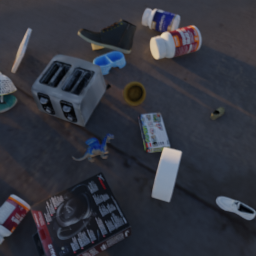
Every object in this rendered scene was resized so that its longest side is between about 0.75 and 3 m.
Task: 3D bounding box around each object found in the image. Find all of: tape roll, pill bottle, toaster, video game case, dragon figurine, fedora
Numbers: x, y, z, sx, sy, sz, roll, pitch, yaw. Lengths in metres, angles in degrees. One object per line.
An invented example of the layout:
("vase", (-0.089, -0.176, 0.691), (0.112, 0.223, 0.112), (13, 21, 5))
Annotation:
("tape roll", (1.268, 1.521, 9.161), (0.596, 1.704, 1.704), (13, 52, 11))
("pill bottle", (1.794, -5.866, 15.421), (1.892, 1.095, 1.095), (22, 54, 14))
("pill bottle", (2.365, -4.236, 14.044), (2.310, 1.265, 1.265), (-19, 54, -15))
("pill bottle", (-3.749, 2.831, 8.636), (0.748, 0.748, 1.365), (23, 59, 17))
("toaster", (-2.295, -1.620, 11.578), (2.319, 1.522, 2.564), (20, 63, 15))
("video game case", (-5.215, -3.790, 13.713), (0.176, 1.395, 1.948), (23, 45, -28))
("dragon figurine", (-1.306, 0.752, 10.435), (1.829, 0.538, 0.909), (-14, 52, -23))
("fedora", (0.228, -1.473, 12.203), (1.095, 0.447, 1.095), (0, 90, -21))

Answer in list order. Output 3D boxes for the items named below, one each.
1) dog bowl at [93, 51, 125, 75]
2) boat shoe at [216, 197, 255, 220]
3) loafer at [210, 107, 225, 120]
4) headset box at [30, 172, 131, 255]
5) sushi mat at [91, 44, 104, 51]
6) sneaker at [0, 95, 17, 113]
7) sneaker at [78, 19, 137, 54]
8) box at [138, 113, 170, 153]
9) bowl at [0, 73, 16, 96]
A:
("dog bowl", (-0.947, -3.229, 13.775), (1.760, 0.436, 0.981), (-26, 55, -20))
("boat shoe", (3.528, 2.547, 9.149), (1.242, 0.406, 0.457), (20, 54, 15))
("loafer", (3.796, -0.641, 11.787), (0.322, 0.285, 0.847), (37, 60, 26))
("headset box", (-1.520, 2.866, 8.406), (2.665, 1.029, 1.983), (-26, 57, -14))
("sushi mat", (-1.692, -4.600, 15.101), (0.602, 0.076, 1.257), (-10, 52, -8))
("sneaker", (-5.825, -1.088, 11.707), (2.119, 0.846, 0.756), (-12, 59, -5))
("sneaker", (-1.009, -4.816, 13.922), (2.760, 1.466, 1.032), (13, 28, -13))
("box", (1.000, 0.158, 11.133), (0.951, 0.300, 1.727), (-6, 51, -5))
("bowl", (-5.621, -1.870, 11.700), (1.675, 0.786, 1.675), (-3, 21, 1))
